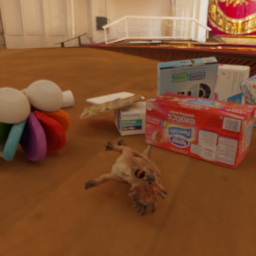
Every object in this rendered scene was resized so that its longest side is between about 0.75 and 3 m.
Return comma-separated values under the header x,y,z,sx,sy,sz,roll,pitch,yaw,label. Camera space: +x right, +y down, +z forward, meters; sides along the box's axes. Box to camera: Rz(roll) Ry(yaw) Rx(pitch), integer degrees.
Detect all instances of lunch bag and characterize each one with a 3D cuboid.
x,y,z,sx,sy,sz,roll,pitch,yaw,label
4.928,-1.549,10.541,1.311,1.051,0.495,-27,4,-9,lunch bag

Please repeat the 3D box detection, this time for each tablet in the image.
x,y,z,sx,sy,sz,roll,pitch,yaw,label
-0.616,-1.422,13.928,2.532,0.173,1.648,-18,27,-39,tablet

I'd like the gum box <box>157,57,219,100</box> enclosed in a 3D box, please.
x,y,z,sx,sy,sz,roll,pitch,yaw,label
2.010,-1.276,9.854,1.927,2.269,0.505,-7,42,-1,gum box

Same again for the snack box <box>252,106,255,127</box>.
x,y,z,sx,sy,sz,roll,pitch,yaw,label
4.102,-0.578,11.206,2.548,0.473,1.480,8,22,21,snack box

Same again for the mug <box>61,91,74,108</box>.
x,y,z,sx,sy,sz,roll,pitch,yaw,label
-3.026,-1.243,12.872,0.828,0.697,0.944,-18,-4,-25,mug

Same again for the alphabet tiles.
x,y,z,sx,sy,sz,roll,pitch,yaw,label
-0.592,-0.822,10.072,2.192,0.083,1.833,-16,15,1,alphabet tiles

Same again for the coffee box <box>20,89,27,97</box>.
x,y,z,sx,sy,sz,roll,pitch,yaw,label
-3.870,-0.660,10.576,1.520,1.073,2.689,4,21,11,coffee box

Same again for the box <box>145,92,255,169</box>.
x,y,z,sx,sy,sz,roll,pitch,yaw,label
2.064,-0.060,8.428,2.942,1.467,1.405,14,25,34,box

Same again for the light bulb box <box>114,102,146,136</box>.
x,y,z,sx,sy,sz,roll,pitch,yaw,label
0.260,-0.367,10.130,1.338,0.843,1.350,-4,21,-11,light bulb box

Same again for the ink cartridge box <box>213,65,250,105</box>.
x,y,z,sx,sy,sz,roll,pitch,yaw,label
3.827,-1.821,12.498,2.623,1.895,1.110,11,24,28,ink cartridge box

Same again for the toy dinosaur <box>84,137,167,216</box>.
x,y,z,sx,sy,sz,roll,pitch,yaw,label
0.277,1.048,6.233,1.755,1.111,2.590,21,12,23,toy dinosaur

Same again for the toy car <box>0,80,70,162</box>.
x,y,z,sx,sy,sz,roll,pitch,yaw,label
-2.753,0.043,7.876,1.910,2.229,2.547,48,40,14,toy car
